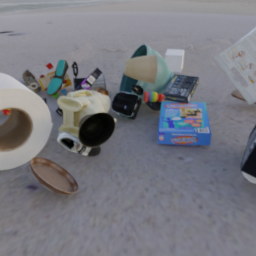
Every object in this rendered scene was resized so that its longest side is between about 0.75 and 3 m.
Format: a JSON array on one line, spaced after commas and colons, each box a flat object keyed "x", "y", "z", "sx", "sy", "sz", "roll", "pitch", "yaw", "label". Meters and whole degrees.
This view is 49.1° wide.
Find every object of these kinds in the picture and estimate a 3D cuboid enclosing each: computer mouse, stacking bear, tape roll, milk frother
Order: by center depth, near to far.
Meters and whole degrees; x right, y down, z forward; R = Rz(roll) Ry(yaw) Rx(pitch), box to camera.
[{"x": -4.209, "y": -0.262, "z": 9.197, "sx": 2.782, "sy": 2.782, "sz": 1.910, "roll": -22, "pitch": 36, "yaw": -35, "label": "tape roll"}, {"x": 1.067, "y": -1.245, "z": 11.414, "sx": 0.798, "sy": 0.454, "sz": 0.485, "roll": 3, "pitch": 11, "yaw": -8, "label": "stacking bear"}, {"x": 0.833, "y": -1.215, "z": 12.045, "sx": 0.683, "sy": 0.396, "sz": 2.329, "roll": 3, "pitch": -17, "yaw": 39, "label": "computer mouse"}, {"x": -2.062, "y": -2.565, "z": 14.505, "sx": 1.570, "sy": 1.669, "sz": 1.507, "roll": -7, "pitch": 27, "yaw": -14, "label": "milk frother"}]

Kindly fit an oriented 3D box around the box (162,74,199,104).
[{"x": 2.321, "y": -1.743, "z": 12.330, "sx": 1.176, "sy": 0.380, "sz": 1.491, "roll": 13, "pitch": 50, "yaw": 27, "label": "box"}]

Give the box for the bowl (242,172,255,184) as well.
[{"x": 3.925, "y": 1.410, "z": 8.600, "sx": 0.942, "sy": 0.423, "sz": 0.942, "roll": 0, "pitch": 29, "yaw": 0, "label": "bowl"}]

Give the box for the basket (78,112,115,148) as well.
[{"x": -1.162, "y": 0.004, "z": 9.254, "sx": 1.273, "sy": 0.960, "sz": 1.412, "roll": -40, "pitch": 15, "yaw": -10, "label": "basket"}]

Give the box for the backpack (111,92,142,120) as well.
[{"x": -0.080, "y": -0.982, "z": 12.130, "sx": 1.221, "sy": 1.084, "sz": 0.919, "roll": 18, "pitch": -7, "yaw": 21, "label": "backpack"}]

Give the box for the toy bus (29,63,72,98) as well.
[{"x": -3.915, "y": -2.368, "z": 14.821, "sx": 1.859, "sy": 0.961, "sz": 1.754, "roll": 18, "pitch": 71, "yaw": 5, "label": "toy bus"}]

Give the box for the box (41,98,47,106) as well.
[{"x": -3.938, "y": -0.789, "z": 11.959, "sx": 0.939, "sy": 0.932, "sz": 0.233, "roll": -7, "pitch": 18, "yaw": -20, "label": "box"}]

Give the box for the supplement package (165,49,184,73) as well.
[{"x": 3.021, "y": -4.409, "z": 18.361, "sx": 1.129, "sy": 1.121, "sz": 1.488, "roll": 7, "pitch": 30, "yaw": 12, "label": "supplement package"}]

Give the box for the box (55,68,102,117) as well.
[{"x": -2.205, "y": -1.616, "z": 12.554, "sx": 0.410, "sy": 2.271, "sz": 1.623, "roll": 43, "pitch": 29, "yaw": -13, "label": "box"}]

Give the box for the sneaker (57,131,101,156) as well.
[{"x": -1.650, "y": 0.642, "z": 9.389, "sx": 1.574, "sy": 0.583, "sz": 0.696, "roll": 20, "pitch": 9, "yaw": -15, "label": "sneaker"}]

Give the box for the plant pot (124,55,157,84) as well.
[{"x": 0.352, "y": -1.762, "z": 8.294, "sx": 0.903, "sy": 0.846, "sz": 0.846, "roll": 4, "pitch": 29, "yaw": -5, "label": "plant pot"}]

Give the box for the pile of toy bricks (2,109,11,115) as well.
[{"x": -6.043, "y": -0.806, "z": 12.217, "sx": 2.171, "sy": 1.204, "sz": 1.072, "roll": 13, "pitch": 56, "yaw": -9, "label": "pile of toy bricks"}]

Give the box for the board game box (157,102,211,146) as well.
[{"x": 2.192, "y": -0.248, "z": 11.116, "sx": 1.912, "sy": 0.566, "sz": 2.514, "roll": 2, "pitch": 33, "yaw": 10, "label": "board game box"}]

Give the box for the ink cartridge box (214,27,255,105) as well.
[{"x": 4.496, "y": -2.193, "z": 8.819, "sx": 2.728, "sy": 2.212, "sz": 0.684, "roll": -30, "pitch": 14, "yaw": 51, "label": "ink cartridge box"}]

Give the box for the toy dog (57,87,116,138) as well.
[{"x": -1.509, "y": -0.843, "z": 11.370, "sx": 2.332, "sy": 1.678, "sz": 2.405, "roll": 0, "pitch": 24, "yaw": 13, "label": "toy dog"}]

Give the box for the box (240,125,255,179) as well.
[{"x": 4.809, "y": 0.560, "z": 8.308, "sx": 2.154, "sy": 1.518, "sz": 2.910, "roll": 27, "pitch": 31, "yaw": 16, "label": "box"}]

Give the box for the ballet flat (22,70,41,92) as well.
[{"x": -5.443, "y": -2.538, "z": 15.521, "sx": 0.628, "sy": 0.913, "sz": 2.711, "roll": -43, "pitch": 40, "yaw": 0, "label": "ballet flat"}]

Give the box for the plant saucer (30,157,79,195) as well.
[{"x": -2.136, "y": 1.408, "z": 8.000, "sx": 1.592, "sy": 0.255, "sz": 1.592, "roll": 36, "pitch": 6, "yaw": -5, "label": "plant saucer"}]

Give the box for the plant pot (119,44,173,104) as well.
[{"x": 0.991, "y": -2.333, "z": 13.458, "sx": 1.860, "sy": 2.776, "sz": 2.776, "roll": 20, "pitch": 23, "yaw": -21, "label": "plant pot"}]

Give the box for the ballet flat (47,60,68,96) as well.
[{"x": -3.409, "y": -2.425, "z": 13.998, "sx": 0.673, "sy": 1.980, "sz": 0.677, "roll": 16, "pitch": -11, "yaw": 18, "label": "ballet flat"}]

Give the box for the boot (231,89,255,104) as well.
[{"x": 6.353, "y": -2.092, "z": 12.521, "sx": 2.868, "sy": 2.096, "sz": 1.007, "roll": 7, "pitch": 37, "yaw": -8, "label": "boot"}]
